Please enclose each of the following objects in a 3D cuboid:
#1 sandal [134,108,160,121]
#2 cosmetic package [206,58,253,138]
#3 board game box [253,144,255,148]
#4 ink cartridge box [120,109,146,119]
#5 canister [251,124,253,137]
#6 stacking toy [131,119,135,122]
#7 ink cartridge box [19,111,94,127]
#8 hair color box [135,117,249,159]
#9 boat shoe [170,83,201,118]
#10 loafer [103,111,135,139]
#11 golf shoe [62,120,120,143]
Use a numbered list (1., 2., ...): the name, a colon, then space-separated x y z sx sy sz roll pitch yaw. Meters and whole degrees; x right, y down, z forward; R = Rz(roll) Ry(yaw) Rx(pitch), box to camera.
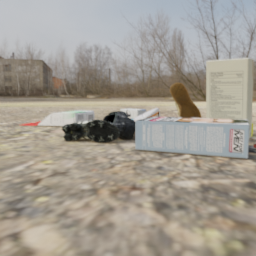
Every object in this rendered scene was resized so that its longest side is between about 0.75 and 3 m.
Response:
1. sandal: 0.857 -0.241 10.533 0.963 0.720 2.514 -24 -1 8
2. cosmetic package: 3.224 -0.900 8.908 1.312 2.495 0.887 6 13 33
3. board game box: 3.906 0.544 7.129 0.643 0.121 1.249 -1 7 -18
4. ink cartridge box: 0.294 -0.834 16.484 1.282 0.537 0.930 6 9 36
5. canister: 3.823 0.051 9.861 1.008 0.436 0.749 2 7 28
6. stacking toy: 0.211 -0.377 13.391 0.817 0.381 0.903 5 8 41
7. ink cartridge box: -3.322 -0.490 13.365 2.828 0.708 2.275 3 7 14
8. hair color box: 1.653 0.175 7.232 2.674 0.811 1.324 3 8 21
9. boat shoe: 2.083 -0.642 9.883 0.731 1.995 0.625 -20 -13 11
10. loafer: -0.466 -0.207 9.768 0.892 0.863 2.541 17 5 -18
11. golf shoe: -1.077 0.057 8.665 1.857 0.722 0.878 3 8 16
